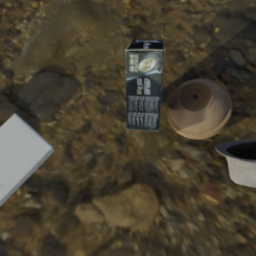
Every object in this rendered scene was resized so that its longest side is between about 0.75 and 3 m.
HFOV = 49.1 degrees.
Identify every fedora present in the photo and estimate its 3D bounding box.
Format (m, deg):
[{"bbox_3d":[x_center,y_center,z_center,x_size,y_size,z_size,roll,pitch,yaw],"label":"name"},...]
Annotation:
[{"bbox_3d":[3.212,0.925,7.041,1.982,0.895,1.753,-8,15,-16],"label":"fedora"}]

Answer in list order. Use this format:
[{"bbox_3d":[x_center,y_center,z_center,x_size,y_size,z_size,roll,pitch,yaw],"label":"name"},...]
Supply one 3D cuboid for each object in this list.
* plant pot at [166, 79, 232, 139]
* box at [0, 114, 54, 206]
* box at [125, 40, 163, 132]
[{"bbox_3d":[2.000,-0.710,8.182,1.938,0.895,1.938,-8,66,18],"label":"plant pot"},{"bbox_3d":[-2.496,0.829,5.459,0.967,1.234,1.984,44,75,-5],"label":"box"},{"bbox_3d":[0.469,-1.213,7.637,0.907,2.106,1.725,3,24,7],"label":"box"}]
